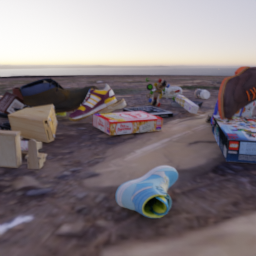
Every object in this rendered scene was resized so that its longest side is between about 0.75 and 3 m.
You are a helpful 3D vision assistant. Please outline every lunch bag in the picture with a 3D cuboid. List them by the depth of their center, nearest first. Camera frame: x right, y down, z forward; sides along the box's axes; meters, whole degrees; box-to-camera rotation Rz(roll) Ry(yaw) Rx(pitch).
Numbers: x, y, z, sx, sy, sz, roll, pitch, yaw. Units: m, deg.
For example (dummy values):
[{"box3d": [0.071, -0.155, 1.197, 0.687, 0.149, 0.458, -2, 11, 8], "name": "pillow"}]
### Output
[{"box3d": [3.571, -0.707, 9.527, 1.558, 1.325, 0.965, -4, 27, -31], "name": "lunch bag"}]

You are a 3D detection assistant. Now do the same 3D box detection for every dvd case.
[{"box3d": [0.795, -0.646, 11.868, 1.419, 0.234, 1.888, -6, 16, -25], "name": "dvd case"}]

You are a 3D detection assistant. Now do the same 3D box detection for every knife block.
[{"box3d": [-3.141, -0.116, 8.383, 1.884, 0.687, 2.146, -11, 21, -7], "name": "knife block"}]

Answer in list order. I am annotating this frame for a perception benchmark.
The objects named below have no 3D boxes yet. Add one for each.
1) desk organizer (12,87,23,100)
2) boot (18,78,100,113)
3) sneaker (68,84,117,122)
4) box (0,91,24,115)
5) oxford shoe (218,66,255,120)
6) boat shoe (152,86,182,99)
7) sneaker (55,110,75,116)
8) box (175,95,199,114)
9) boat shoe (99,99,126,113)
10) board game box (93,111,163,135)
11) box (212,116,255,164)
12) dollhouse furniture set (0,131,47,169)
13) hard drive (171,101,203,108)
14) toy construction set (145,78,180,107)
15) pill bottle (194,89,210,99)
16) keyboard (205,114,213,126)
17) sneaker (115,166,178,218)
[{"box3d": [-5.728, -1.822, 15.382, 0.826, 0.886, 2.302, -3, 14, -12], "name": "desk organizer"}, {"box3d": [-2.534, -1.285, 10.288, 2.836, 1.374, 1.059, -23, 30, -4], "name": "boot"}, {"box3d": [-1.375, -0.901, 10.017, 1.892, 0.852, 0.709, -28, 4, -24], "name": "sneaker"}, {"box3d": [-4.778, -0.915, 11.391, 0.633, 0.846, 1.690, 41, -12, -37], "name": "box"}, {"box3d": [3.349, -1.097, 8.010, 0.960, 0.942, 2.647, 7, 40, 41], "name": "oxford shoe"}, {"box3d": [2.309, -2.214, 17.415, 1.959, 0.724, 0.835, 3, 14, 23], "name": "boat shoe"}, {"box3d": [-2.840, -0.686, 11.287, 1.479, 0.565, 0.558, -22, 2, 1], "name": "sneaker"}, {"box3d": [2.574, -1.073, 12.409, 0.327, 0.350, 1.690, 11, 20, -18], "name": "box"}, {"box3d": [-0.729, -0.994, 12.380, 1.258, 0.435, 0.464, -17, 22, -3], "name": "boat shoe"}, {"box3d": [-0.036, -0.182, 9.290, 1.891, 0.438, 1.432, -5, 15, -28], "name": "board game box"}, {"box3d": [3.441, 0.227, 7.495, 2.007, 0.554, 2.939, 2, 14, 9], "name": "box"}, {"box3d": [-2.422, 0.265, 6.625, 1.354, 0.775, 1.588, 4, 17, 4], "name": "dollhouse furniture set"}, {"box3d": [2.937, -1.195, 14.031, 1.406, 0.297, 0.948, 8, 15, 29], "name": "hard drive"}, {"box3d": [1.677, -1.796, 14.565, 1.717, 1.432, 1.320, 1, 3, -7], "name": "toy construction set"}, {"box3d": [4.514, -2.046, 17.061, 0.558, 0.558, 0.959, -4, 15, -18], "name": "pill bottle"}, {"box3d": [3.199, -0.223, 10.217, 0.731, 0.278, 1.405, 18, 23, 14], "name": "keyboard"}, {"box3d": [0.514, 1.016, 4.379, 1.241, 0.494, 0.810, -21, 21, -33], "name": "sneaker"}]
